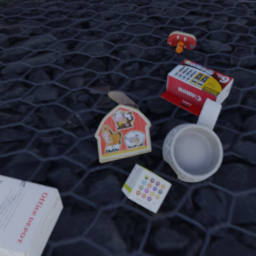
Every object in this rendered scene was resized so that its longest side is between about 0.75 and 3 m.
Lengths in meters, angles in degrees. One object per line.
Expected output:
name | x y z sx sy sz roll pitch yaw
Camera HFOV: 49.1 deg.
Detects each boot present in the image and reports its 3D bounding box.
boot | -0.157 -1.009 11.560 1.343 0.472 0.982 17 30 -24

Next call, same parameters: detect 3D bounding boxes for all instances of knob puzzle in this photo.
knob puzzle | -0.240 0.043 10.126 2.348 0.326 2.348 -8 61 15

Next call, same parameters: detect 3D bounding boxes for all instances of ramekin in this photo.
ramekin | 3.118 -0.453 10.809 0.605 1.240 1.240 22 50 15

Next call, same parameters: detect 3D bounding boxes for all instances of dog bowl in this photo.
dog bowl | 2.195 0.800 9.339 2.020 0.592 2.020 1 80 -8

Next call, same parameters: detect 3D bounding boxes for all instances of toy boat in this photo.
toy boat | 2.807 -4.465 14.980 1.506 0.983 0.984 20 79 18

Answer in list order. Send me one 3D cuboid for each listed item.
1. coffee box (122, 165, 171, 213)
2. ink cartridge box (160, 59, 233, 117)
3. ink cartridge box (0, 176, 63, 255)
coffee box | 0.523 1.784 8.420 0.967 0.969 0.958 31 84 -11
ink cartridge box | 2.931 -1.730 12.177 2.364 0.991 2.076 30 54 25
ink cartridge box | -3.519 2.545 8.026 2.666 1.103 1.953 11 47 10
